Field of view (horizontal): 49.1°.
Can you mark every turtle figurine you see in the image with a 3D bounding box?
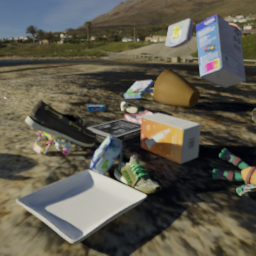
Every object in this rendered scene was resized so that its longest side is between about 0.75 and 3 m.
[{"bbox_3d":[2.941,1.127,6.700,1.688,0.850,1.264,17,65,48],"label":"turtle figurine"}]

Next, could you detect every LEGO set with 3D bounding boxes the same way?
[{"bbox_3d":[-2.735,0.429,9.486,1.029,0.832,2.237,30,-4,-29],"label":"LEGO set"}]

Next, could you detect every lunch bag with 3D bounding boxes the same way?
[{"bbox_3d":[-0.601,0.724,7.604,0.505,0.984,1.224,36,8,-7],"label":"lunch bag"}]

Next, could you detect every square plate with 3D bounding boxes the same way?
[{"bbox_3d":[-0.978,1.592,5.998,2.011,0.289,2.030,14,22,40],"label":"square plate"}]

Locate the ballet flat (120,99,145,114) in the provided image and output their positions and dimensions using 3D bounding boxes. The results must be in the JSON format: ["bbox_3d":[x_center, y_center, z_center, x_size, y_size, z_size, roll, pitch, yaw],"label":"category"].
[{"bbox_3d":[0.059,-1.062,14.164,0.627,0.624,1.834,-23,27,-36],"label":"ballet flat"}]

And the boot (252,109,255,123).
[{"bbox_3d":[6.996,-0.459,11.443,2.848,1.033,2.589,5,2,-6],"label":"boot"}]

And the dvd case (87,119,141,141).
[{"bbox_3d":[-0.400,0.086,10.968,1.592,0.262,2.118,16,24,41],"label":"dvd case"}]

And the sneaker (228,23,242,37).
[{"bbox_3d":[3.801,-3.877,11.265,1.503,0.615,0.579,28,-18,16],"label":"sneaker"}]

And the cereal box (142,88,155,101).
[{"bbox_3d":[1.942,-2.260,18.232,2.395,0.473,1.723,-13,21,-33],"label":"cereal box"}]

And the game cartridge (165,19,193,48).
[{"bbox_3d":[2.221,-4.113,12.408,0.322,1.060,1.589,7,2,-27],"label":"game cartridge"}]

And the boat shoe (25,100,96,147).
[{"bbox_3d":[-1.877,-0.085,8.867,0.946,0.799,2.653,34,7,40],"label":"boat shoe"}]

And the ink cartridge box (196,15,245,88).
[{"bbox_3d":[3.174,-2.735,9.632,1.597,2.340,0.893,12,-17,-40],"label":"ink cartridge box"}]

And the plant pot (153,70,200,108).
[{"bbox_3d":[2.785,-1.971,15.376,1.942,1.942,2.084,-16,36,-42],"label":"plant pot"}]

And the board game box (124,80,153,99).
[{"bbox_3d":[0.674,-2.429,17.727,1.268,0.307,1.676,2,38,38],"label":"board game box"}]

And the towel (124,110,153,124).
[{"bbox_3d":[0.845,-0.413,12.581,1.339,0.274,1.830,-11,20,-31],"label":"towel"}]

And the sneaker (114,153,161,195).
[{"bbox_3d":[0.171,1.082,6.880,0.644,0.742,1.675,-12,21,-34],"label":"sneaker"}]

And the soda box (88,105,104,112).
[{"bbox_3d":[-1.649,-1.016,14.547,0.843,0.270,0.286,-1,17,-2],"label":"soda box"}]

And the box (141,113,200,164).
[{"bbox_3d":[1.295,0.278,8.900,0.855,1.091,1.754,-14,22,-38],"label":"box"}]
